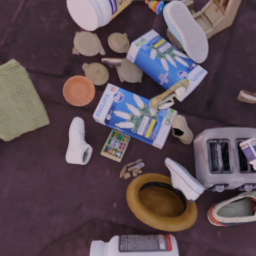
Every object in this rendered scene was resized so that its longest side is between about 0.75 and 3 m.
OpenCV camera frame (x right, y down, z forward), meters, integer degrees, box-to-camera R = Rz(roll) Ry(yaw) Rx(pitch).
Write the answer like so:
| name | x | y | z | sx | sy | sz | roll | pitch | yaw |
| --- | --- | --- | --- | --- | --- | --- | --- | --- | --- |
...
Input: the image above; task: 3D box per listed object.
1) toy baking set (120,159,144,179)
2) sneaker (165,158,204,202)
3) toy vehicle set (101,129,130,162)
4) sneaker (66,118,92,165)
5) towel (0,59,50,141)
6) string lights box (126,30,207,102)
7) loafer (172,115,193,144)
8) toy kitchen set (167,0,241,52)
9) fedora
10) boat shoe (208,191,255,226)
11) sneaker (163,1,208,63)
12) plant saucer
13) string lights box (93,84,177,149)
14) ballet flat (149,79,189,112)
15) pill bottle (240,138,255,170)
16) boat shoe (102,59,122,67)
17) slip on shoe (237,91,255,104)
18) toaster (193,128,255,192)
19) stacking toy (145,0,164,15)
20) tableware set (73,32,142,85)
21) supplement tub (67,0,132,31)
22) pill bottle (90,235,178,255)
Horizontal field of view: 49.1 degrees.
| name | x | y | z | sx | sy | sz | roll | pitch | yaw |
| --- | --- | --- | --- | --- | --- | --- | --- | --- | --- |
| toy baking set | 0.153 | 1.534 | 10.323 | 0.823 | 1.072 | 0.125 | -8 | 117 | 18 |
| sneaker | 1.763 | 1.762 | 9.722 | 0.724 | 1.984 | 0.702 | 30 | 100 | -33 |
| toy vehicle set | -0.453 | 0.646 | 10.492 | 0.755 | 0.161 | 1.215 | 21 | 48 | 3 |
| sneaker | -1.677 | 0.487 | 10.258 | 0.996 | 0.635 | 1.723 | 4 | 85 | 39 |
| towel | -4.205 | -0.887 | 10.042 | 2.094 | 2.823 | 0.515 | -23 | 40 | -7 |
| string lights box | 1.501 | -2.472 | 11.015 | 2.819 | 0.831 | 1.448 | 40 | 55 | 9 |
| loafer | 1.924 | 0.159 | 10.279 | 0.595 | 1.573 | 0.537 | 12 | 60 | 39 |
| toy kitchen set | 2.640 | -4.836 | 11.040 | 2.552 | 2.303 | 2.082 | -29 | 75 | -1 |
| fedora | 1.049 | 2.691 | 9.565 | 2.521 | 1.028 | 2.521 | 14 | 34 | -10 |
| boat shoe | 4.264 | 2.738 | 9.810 | 2.951 | 0.923 | 1.050 | -13 | 62 | -3 |
| sneaker | 2.255 | -3.766 | 11.038 | 0.966 | 1.070 | 2.612 | -33 | 113 | 0 |
| plant saucer | -1.796 | -1.358 | 10.231 | 1.130 | 0.212 | 1.130 | -6 | 117 | -12 |
| string lights box | 0.260 | -0.431 | 10.685 | 2.806 | 0.827 | 1.442 | 23 | 80 | 6 |
| ballet flat | 1.539 | -1.095 | 9.808 | 1.679 | 0.594 | 0.594 | -32 | 78 | -3 |
| pill bottle | 4.094 | 0.843 | 9.091 | 0.549 | 0.549 | 0.949 | -22 | 76 | -5 |
| boat shoe | -0.665 | -2.571 | 11.086 | 1.051 | 0.378 | 0.340 | 13 | 108 | 41 |
| slip on shoe | 4.811 | -1.106 | 10.835 | 1.219 | 0.369 | 0.463 | 10 | 37 | -17 |
| toaster | 3.581 | 1.067 | 10.036 | 2.165 | 1.420 | 2.394 | 0 | 75 | -1 |
| stacking toy | 1.079 | -5.376 | 12.232 | 0.870 | 0.505 | 0.478 | 36 | 77 | 20 |
| tableware set | -0.779 | -2.810 | 11.257 | 2.838 | 0.329 | 2.370 | -9 | 77 | -22 |
| supplement tub | -1.055 | -5.233 | 11.208 | 1.796 | 1.796 | 2.470 | 35 | 64 | 8 |
| pill bottle | 0.190 | 4.342 | 9.117 | 2.744 | 1.590 | 1.590 | -1 | 76 | 1 |
